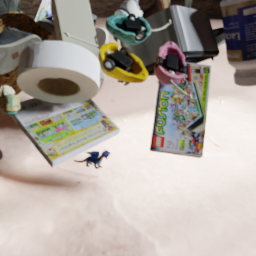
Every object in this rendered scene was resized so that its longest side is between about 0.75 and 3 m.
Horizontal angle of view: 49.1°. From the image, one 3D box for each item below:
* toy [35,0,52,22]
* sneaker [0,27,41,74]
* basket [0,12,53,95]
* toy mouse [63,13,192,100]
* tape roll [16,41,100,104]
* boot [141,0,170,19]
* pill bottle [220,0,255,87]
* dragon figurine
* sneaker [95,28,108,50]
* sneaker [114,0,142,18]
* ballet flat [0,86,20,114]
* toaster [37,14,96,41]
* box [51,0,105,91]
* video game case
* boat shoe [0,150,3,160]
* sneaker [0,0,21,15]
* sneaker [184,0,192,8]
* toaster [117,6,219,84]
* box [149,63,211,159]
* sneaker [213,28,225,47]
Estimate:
[{"bbox_3d":[-3.274,-3.771,10.928,0.649,2.751,1.584,20,-17,-9],"label":"toy"},{"bbox_3d":[-3.120,-1.894,6.849,0.966,0.680,1.819,28,44,25],"label":"sneaker"},{"bbox_3d":[-3.682,-2.224,8.610,1.642,1.714,2.301,34,53,-3],"label":"basket"},{"bbox_3d":[0.398,-1.819,6.642,2.980,0.577,2.648,33,51,-1],"label":"toy mouse"},{"bbox_3d":[-1.324,-1.012,5.425,1.554,1.554,0.544,0,72,0],"label":"tape roll"},{"bbox_3d":[1.006,-5.164,12.565,1.823,2.192,0.793,2,57,27],"label":"boot"},{"bbox_3d":[3.820,-2.756,8.687,1.560,2.696,1.560,-14,20,5],"label":"pill bottle"},{"bbox_3d":[-0.765,0.632,6.083,0.882,0.438,0.259,9,9,28],"label":"dragon figurine"},{"bbox_3d":[-1.171,-2.879,10.796,0.865,2.347,1.356,40,38,7],"label":"sneaker"},{"bbox_3d":[0.239,-4.538,12.055,0.983,1.036,2.573,30,-6,12],"label":"sneaker"},{"bbox_3d":[-1.948,-0.504,4.492,0.360,0.360,1.019,-16,25,-28],"label":"ballet flat"},{"bbox_3d":[-2.260,-3.233,10.414,1.264,2.130,1.926,36,50,13],"label":"toaster"},{"bbox_3d":[-1.505,-2.525,8.132,1.016,2.970,1.220,-9,-10,-17],"label":"box"},{"bbox_3d":[-1.375,-0.152,6.216,1.866,0.214,1.698,-26,63,-41],"label":"video game case"},{"bbox_3d":[-4.681,0.585,8.662,2.067,0.783,0.742,11,28,17],"label":"boat shoe"},{"bbox_3d":[-4.550,-3.762,9.779,1.130,1.973,0.754,14,-4,-10],"label":"sneaker"},{"bbox_3d":[2.514,-5.322,12.180,0.323,0.863,0.458,-8,28,-13],"label":"sneaker"},{"bbox_3d":[1.199,-2.587,9.044,2.410,1.582,2.665,-13,3,44],"label":"toaster"},{"bbox_3d":[1.307,-0.478,6.993,1.278,2.322,0.403,7,-11,4],"label":"box"},{"bbox_3d":[2.520,-3.597,10.578,2.563,1.361,0.959,-15,35,9],"label":"sneaker"}]
